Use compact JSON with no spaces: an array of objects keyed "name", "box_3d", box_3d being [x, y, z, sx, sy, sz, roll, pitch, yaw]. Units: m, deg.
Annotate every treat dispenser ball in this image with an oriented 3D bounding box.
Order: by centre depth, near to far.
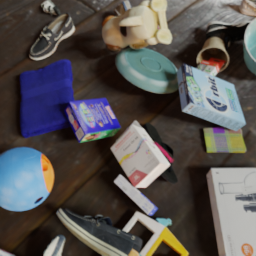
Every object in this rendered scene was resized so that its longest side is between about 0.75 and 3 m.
[{"name":"treat dispenser ball","box_3d":[-3.217,1.528,8.452,1.890,1.890,1.890,0,60,0]}]

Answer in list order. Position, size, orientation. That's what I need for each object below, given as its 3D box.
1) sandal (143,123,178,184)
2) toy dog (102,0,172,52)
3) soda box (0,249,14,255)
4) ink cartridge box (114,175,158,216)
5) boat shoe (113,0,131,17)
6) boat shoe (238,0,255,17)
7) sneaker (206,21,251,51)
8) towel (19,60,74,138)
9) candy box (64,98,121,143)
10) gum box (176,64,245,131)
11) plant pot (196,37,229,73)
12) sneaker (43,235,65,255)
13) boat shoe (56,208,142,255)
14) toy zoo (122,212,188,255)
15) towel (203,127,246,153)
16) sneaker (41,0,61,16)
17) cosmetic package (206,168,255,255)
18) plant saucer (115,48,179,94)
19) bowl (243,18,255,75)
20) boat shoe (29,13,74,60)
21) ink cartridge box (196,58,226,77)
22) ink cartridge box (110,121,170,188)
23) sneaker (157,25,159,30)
[{"name":"sandal","box_3d":[1.139,0.731,9.434,0.542,0.904,2.407,-35,55,26]},{"name":"toy dog","box_3d":[0.092,-3.551,10.303,2.360,1.647,2.288,0,27,42]},{"name":"soda box","box_3d":[-3.930,3.697,7.848,2.167,0.690,0.738,19,62,10]},{"name":"ink cartridge box","box_3d":[0.237,2.098,8.717,1.459,0.686,0.322,40,84,24]},{"name":"boat shoe","box_3d":[0.023,-4.438,12.558,0.939,0.937,2.594,-22,68,13]},{"name":"boat shoe","box_3d":[6.539,-5.712,13.277,2.357,0.817,0.835,12,60,7]},{"name":"sneaker","box_3d":[4.623,-3.904,12.237,2.427,0.887,1.358,6,60,13]},{"name":"towel","box_3d":[-3.024,-1.113,10.614,2.146,0.720,2.906,-16,60,7]},{"name":"candy box","box_3d":[-1.211,-0.291,9.662,1.559,0.600,1.318,-11,66,-42]},{"name":"gum box","box_3d":[2.934,-1.102,10.068,2.349,0.523,1.996,18,49,-20]},{"name":"plant pot","box_3d":[3.544,-3.117,11.637,1.255,1.255,1.149,14,50,8]},{"name":"sneaker","box_3d":[-2.031,4.154,7.612,1.000,0.899,2.317,17,67,-4]},{"name":"boat shoe","box_3d":[-0.846,2.939,7.953,2.812,1.049,0.875,19,56,28]},{"name":"toy zoo","box_3d":[0.368,3.799,8.010,1.909,0.298,2.909,36,66,19]},{"name":"towel","box_3d":[3.464,0.446,10.063,1.431,0.163,1.028,-1,60,0]},{"name":"sneaker","box_3d":[-3.726,-5.668,13.473,0.590,0.494,1.334,-35,56,-18]},{"name":"cosmetic package","box_3d":[3.678,2.619,8.476,2.108,0.722,2.796,-2,60,1]},{"name":"plant saucer","box_3d":[0.849,-2.379,10.957,2.753,0.377,2.753,14,42,-13]},{"name":"bowl","box_3d":[5.785,-3.054,11.206,2.706,1.415,2.706,-1,73,3]},{"name":"boat shoe","box_3d":[-3.379,-4.051,12.308,0.993,0.811,2.688,33,65,18]},{"name":"ink cartridge box","box_3d":[3.208,-2.377,11.290,0.766,0.354,1.406,29,75,43]},{"name":"ink cartridge box","box_3d":[0.239,0.764,9.002,1.179,0.683,2.024,-47,57,18]},{"name":"sneaker","box_3d":[0.815,-4.870,12.936,1.503,0.561,0.606,28,65,17]}]
